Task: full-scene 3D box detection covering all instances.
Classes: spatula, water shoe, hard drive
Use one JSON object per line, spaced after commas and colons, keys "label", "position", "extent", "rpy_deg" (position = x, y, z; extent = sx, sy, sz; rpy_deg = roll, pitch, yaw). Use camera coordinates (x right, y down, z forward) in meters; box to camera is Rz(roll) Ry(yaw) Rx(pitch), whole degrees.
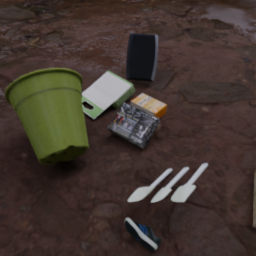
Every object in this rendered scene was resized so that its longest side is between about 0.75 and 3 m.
{"label": "spatula", "position": [1.375, 1.702, 8.889], "extent": [1.910, 0.221, 2.747], "rpy_deg": [-15, 7, 34]}
{"label": "water shoe", "position": [0.414, 3.057, 8.218], "extent": [1.215, 0.434, 0.479], "rpy_deg": [43, 44, 13]}
{"label": "hard drive", "position": [0.707, -3.565, 14.187], "extent": [1.582, 2.345, 0.496], "rpy_deg": [5, 9, 0]}

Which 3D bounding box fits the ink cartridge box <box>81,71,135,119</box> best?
{"label": "ink cartridge box", "position": [-1.185, -1.492, 13.428], "extent": [1.844, 0.608, 2.535], "rpy_deg": [35, 71, 34]}

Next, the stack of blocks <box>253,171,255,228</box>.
{"label": "stack of blocks", "position": [4.842, 2.279, 9.071], "extent": [1.313, 0.668, 2.280], "rpy_deg": [14, 43, 15]}

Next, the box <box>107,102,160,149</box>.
{"label": "box", "position": [0.222, -0.118, 11.331], "extent": [1.693, 0.421, 1.335], "rpy_deg": [26, 75, 20]}

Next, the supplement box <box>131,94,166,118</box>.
{"label": "supplement box", "position": [0.924, -0.948, 12.828], "extent": [1.417, 0.521, 0.893], "rpy_deg": [29, 48, 29]}

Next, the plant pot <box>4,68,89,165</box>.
{"label": "plant pot", "position": [-2.637, -0.224, 10.133], "extent": [2.882, 2.882, 2.737], "rpy_deg": [-16, 73, -17]}
